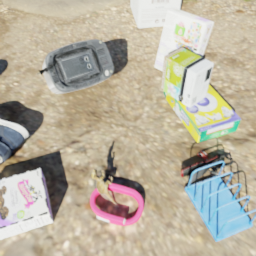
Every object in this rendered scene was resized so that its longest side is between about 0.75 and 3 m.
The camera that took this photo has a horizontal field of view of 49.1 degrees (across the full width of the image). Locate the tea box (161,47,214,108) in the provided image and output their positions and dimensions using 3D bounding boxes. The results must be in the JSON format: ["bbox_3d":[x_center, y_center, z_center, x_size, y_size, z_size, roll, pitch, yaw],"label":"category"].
[{"bbox_3d":[2.038,-1.798,9.949,0.984,1.473,1.449,-32,53,-27],"label":"tea box"}]

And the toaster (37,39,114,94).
[{"bbox_3d":[-2.107,-2.222,10.773,2.901,1.648,1.873,-25,10,-22],"label":"toaster"}]

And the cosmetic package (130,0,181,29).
[{"bbox_3d":[1.441,-7.229,15.362,2.305,2.291,2.754,-6,48,-6],"label":"cosmetic package"}]

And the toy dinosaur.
[{"bbox_3d":[-0.722,1.670,8.101,0.403,1.384,0.700,-23,23,21],"label":"toy dinosaur"}]

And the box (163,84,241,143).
[{"bbox_3d":[2.641,-0.857,10.539,1.697,0.699,2.892,-16,47,-14],"label":"box"}]

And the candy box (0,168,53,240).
[{"bbox_3d":[-3.154,2.117,7.770,1.825,0.653,1.531,-16,49,-14],"label":"candy box"}]

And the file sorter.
[{"bbox_3d":[2.543,1.939,7.683,1.179,1.042,1.699,-16,49,-14],"label":"file sorter"}]

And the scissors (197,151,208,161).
[{"bbox_3d":[2.603,1.049,9.171,0.295,0.056,0.806,-22,48,-24],"label":"scissors"}]

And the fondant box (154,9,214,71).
[{"bbox_3d":[2.222,-3.366,11.585,1.802,2.498,0.728,33,42,27],"label":"fondant box"}]

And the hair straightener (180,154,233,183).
[{"bbox_3d":[2.589,1.299,8.725,1.874,0.383,0.721,-16,34,-22],"label":"hair straightener"}]

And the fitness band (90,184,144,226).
[{"bbox_3d":[-0.329,2.158,7.988,1.555,0.291,1.117,14,48,12],"label":"fitness band"}]

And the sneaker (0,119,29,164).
[{"bbox_3d":[-4.761,0.435,9.187,2.375,0.903,1.716,13,50,17],"label":"sneaker"}]
